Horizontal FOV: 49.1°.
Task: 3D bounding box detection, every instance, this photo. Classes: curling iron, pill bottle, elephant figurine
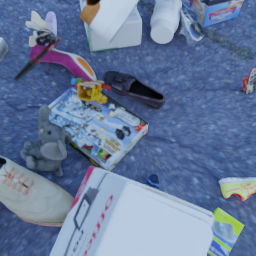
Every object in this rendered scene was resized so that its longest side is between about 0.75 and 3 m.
[{"bbox_3d":[-2.639,-1.966,7.767,0.531,2.141,0.274,42,40,-15],"label":"curling iron"},{"bbox_3d":[1.215,-3.569,9.183,0.907,0.907,1.585,10,59,6],"label":"pill bottle"},{"bbox_3d":[-1.713,0.337,6.319,1.401,1.087,0.991,-43,60,26],"label":"elephant figurine"}]

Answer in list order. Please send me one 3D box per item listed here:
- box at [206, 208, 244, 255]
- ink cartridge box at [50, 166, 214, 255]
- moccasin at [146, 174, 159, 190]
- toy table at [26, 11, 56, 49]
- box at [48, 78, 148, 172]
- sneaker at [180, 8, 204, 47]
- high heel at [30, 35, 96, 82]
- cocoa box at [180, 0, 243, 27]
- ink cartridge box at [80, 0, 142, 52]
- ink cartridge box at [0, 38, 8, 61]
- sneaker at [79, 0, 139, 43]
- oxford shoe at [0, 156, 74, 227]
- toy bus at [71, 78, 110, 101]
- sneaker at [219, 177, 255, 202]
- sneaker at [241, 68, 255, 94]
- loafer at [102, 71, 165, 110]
[{"bbox_3d":[1.911,2.317,5.958,0.649,0.254,1.064,33,61,19],"label":"box"},{"bbox_3d":[-0.258,1.659,3.900,1.120,2.687,1.952,26,79,-12],"label":"ink cartridge box"},{"bbox_3d":[0.570,1.429,6.506,0.324,0.275,0.806,8,59,5],"label":"moccasin"},{"bbox_3d":[-2.388,-2.689,7.743,0.611,1.043,0.959,-9,32,-34],"label":"toy table"},{"bbox_3d":[-0.898,-0.131,7.334,2.387,0.476,1.634,36,65,20],"label":"box"},{"bbox_3d":[1.900,-3.250,9.026,0.592,0.654,1.536,8,55,-21],"label":"sneaker"},{"bbox_3d":[-1.994,-1.856,8.445,2.277,0.767,1.092,43,109,4],"label":"high heel"},{"bbox_3d":[2.772,-4.888,9.654,1.497,1.473,2.245,-20,61,-12],"label":"cocoa box"},{"bbox_3d":[-0.646,-3.743,9.242,1.673,0.964,2.292,-12,59,-8],"label":"ink cartridge box"},{"bbox_3d":[-5.030,-2.143,8.619,2.082,0.522,1.688,8,59,11],"label":"ink cartridge box"},{"bbox_3d":[-0.366,-3.610,7.635,1.240,1.066,2.929,34,50,-12],"label":"sneaker"},{"bbox_3d":[-2.421,1.314,6.121,2.813,1.038,0.996,19,61,11],"label":"oxford shoe"},{"bbox_3d":[-0.939,-0.937,7.171,0.941,0.486,0.888,2,18,-31],"label":"toy bus"},{"bbox_3d":[2.709,1.423,6.444,1.175,0.459,0.531,-3,69,9],"label":"sneaker"},{"bbox_3d":[3.362,-1.327,7.849,0.334,0.868,0.369,-29,53,-16],"label":"sneaker"},{"bbox_3d":[0.188,-1.112,7.615,1.855,0.584,0.667,27,76,-2],"label":"loafer"}]
